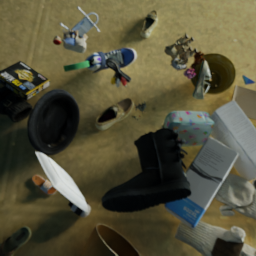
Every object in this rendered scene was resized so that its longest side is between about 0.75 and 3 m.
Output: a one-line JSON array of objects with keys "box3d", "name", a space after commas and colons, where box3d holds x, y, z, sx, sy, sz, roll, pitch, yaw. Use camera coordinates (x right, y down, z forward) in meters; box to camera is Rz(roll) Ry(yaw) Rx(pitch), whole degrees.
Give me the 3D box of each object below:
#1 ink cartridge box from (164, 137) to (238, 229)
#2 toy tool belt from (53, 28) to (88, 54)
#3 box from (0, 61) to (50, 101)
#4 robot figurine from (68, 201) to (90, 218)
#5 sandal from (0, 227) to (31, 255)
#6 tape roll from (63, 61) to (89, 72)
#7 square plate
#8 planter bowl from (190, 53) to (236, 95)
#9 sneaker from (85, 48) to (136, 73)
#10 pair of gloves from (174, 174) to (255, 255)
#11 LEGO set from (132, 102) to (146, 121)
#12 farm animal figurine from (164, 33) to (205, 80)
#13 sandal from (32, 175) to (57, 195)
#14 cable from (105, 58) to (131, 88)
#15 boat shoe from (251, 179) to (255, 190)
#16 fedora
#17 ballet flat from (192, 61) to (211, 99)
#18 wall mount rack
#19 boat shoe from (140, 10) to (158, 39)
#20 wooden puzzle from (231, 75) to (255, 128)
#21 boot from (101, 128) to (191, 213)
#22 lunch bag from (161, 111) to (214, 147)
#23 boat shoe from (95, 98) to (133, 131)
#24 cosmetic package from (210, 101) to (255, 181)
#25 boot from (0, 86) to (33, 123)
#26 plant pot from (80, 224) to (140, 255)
[{"box3d": [2.243, 1.751, 8.670, 1.036, 1.795, 2.474, 31, 78, 21], "name": "ink cartridge box"}, {"box3d": [-1.855, -2.883, 9.080, 1.076, 0.672, 0.661, 12, 69, -22], "name": "toy tool belt"}, {"box3d": [-4.090, -1.865, 10.913, 1.589, 0.392, 1.269, 34, 50, 12], "name": "box"}, {"box3d": [-1.621, 2.658, 9.389, 0.757, 0.569, 0.472, 34, 66, 4], "name": "robot figurine"}, {"box3d": [-3.861, 3.838, 9.038, 0.631, 0.454, 1.590, 39, 74, 13], "name": "sandal"}, {"box3d": [-1.736, -2.064, 9.376, 0.846, 0.846, 0.203, -14, 106, -5], "name": "tape roll"}, {"box3d": [-1.739, 1.416, 7.498, 0.224, 1.577, 1.562, -40, 43, -7], "name": "square plate"}, {"box3d": [3.258, -1.987, 10.972, 1.710, 0.712, 1.710, -2, 76, 9], "name": "planter bowl"}, {"box3d": [-0.743, -2.564, 10.643, 1.868, 1.368, 0.753, -5, 102, 25], "name": "sneaker"}, {"box3d": [3.260, 2.946, 9.020, 2.544, 0.525, 2.992, 31, 71, 27], "name": "pair of gloves"}, {"box3d": [0.463, -0.679, 10.616, 0.525, 0.229, 0.809, 15, 80, -18], "name": "LEGO set"}, {"box3d": [1.923, -2.487, 10.135, 1.421, 0.885, 1.760, 54, 45, -10], "name": "farm animal figurine"}, {"box3d": [-2.977, 1.989, 9.802, 1.023, 0.293, 0.392, 29, 72, 10], "name": "sandal"}, {"box3d": [-0.336, -1.821, 9.628, 0.762, 1.569, 0.395, 9, 75, 11], "name": "cable"}, {"box3d": [4.951, 2.483, 9.446, 0.649, 0.613, 1.810, -27, 72, -10], "name": "boat shoe"}, {"box3d": [-2.839, -0.248, 10.011, 1.078, 2.360, 2.360, 9, 67, 35], "name": "fedora"}, {"box3d": [2.824, -1.752, 10.452, 0.490, 0.530, 1.570, 15, 78, 15], "name": "ballet flat"}, {"box3d": [-1.665, -3.507, 9.640, 1.366, 1.187, 0.509, -39, 43, 12], "name": "wall mount rack"}, {"box3d": [0.929, -4.555, 12.103, 0.541, 0.467, 1.483, 24, 72, 8], "name": "boat shoe"}, {"box3d": [4.653, -0.931, 10.920, 1.441, 0.250, 2.135, 25, 72, 4], "name": "wooden puzzle"}, {"box3d": [0.501, 1.171, 8.234, 2.662, 0.985, 2.182, -15, 47, 11], "name": "boot"}, {"box3d": [2.013, 0.082, 9.865, 1.722, 1.381, 0.664, -1, 46, -10], "name": "lunch bag"}, {"box3d": [-0.497, -0.561, 10.579, 1.756, 0.583, 0.650, -41, 75, -13], "name": "boat shoe"}, {"box3d": [3.904, 0.483, 9.813, 0.960, 1.318, 2.593, -29, 74, -12], "name": "cosmetic package"}, {"box3d": [-4.739, -0.598, 10.514, 1.441, 0.725, 1.928, 42, 75, 14], "name": "boot"}, {"box3d": [-0.831, 4.286, 8.276, 1.897, 1.897, 2.035, 38, 86, 13], "name": "plant pot"}]
